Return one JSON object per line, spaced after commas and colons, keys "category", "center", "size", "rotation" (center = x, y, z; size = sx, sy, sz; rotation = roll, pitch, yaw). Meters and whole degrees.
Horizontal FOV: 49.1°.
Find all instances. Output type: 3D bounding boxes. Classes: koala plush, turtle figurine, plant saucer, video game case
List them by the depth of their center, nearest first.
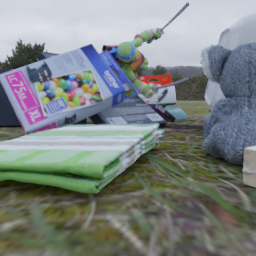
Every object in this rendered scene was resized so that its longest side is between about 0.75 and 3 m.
{"category": "koala plush", "center": [1.684, -0.406, 3.869], "size": [1.453, 1.638, 1.506], "rotation": [4, 8, 26]}
{"category": "video game case", "center": [-0.637, -0.928, 7.038], "size": [2.126, 0.282, 2.977], "rotation": [-7, 45, -50]}
{"category": "turtle figurine", "center": [0.607, -1.709, 7.736], "size": [2.496, 1.796, 2.420], "rotation": [-22, -2, -1]}
{"category": "plant saucer", "center": [0.836, -0.624, 11.180], "size": [2.992, 0.410, 2.992], "rotation": [1, 7, 0]}

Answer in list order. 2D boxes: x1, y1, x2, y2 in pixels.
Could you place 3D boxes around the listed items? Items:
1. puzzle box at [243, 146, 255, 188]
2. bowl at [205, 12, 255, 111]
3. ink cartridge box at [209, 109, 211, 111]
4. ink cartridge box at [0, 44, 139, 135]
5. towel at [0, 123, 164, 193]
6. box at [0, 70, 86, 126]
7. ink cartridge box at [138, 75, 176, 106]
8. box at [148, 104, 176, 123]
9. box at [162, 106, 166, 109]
{"category": "puzzle box", "center": [2.830, 0.373, 2.648], "size": [2.945, 0.374, 1.959], "rotation": [-4, 8, -30]}
{"category": "bowl", "center": [2.452, -1.308, 6.332], "size": [0.968, 2.593, 2.590], "rotation": [14, 18, 8]}
{"category": "ink cartridge box", "center": [3.634, -1.161, 9.060], "size": [1.830, 0.767, 1.607], "rotation": [-42, -15, -13]}
{"category": "ink cartridge box", "center": [-1.097, -0.838, 5.527], "size": [2.380, 1.420, 0.499], "rotation": [-25, -24, -22]}
{"category": "towel", "center": [-0.685, 0.293, 3.661], "size": [1.912, 0.393, 2.563], "rotation": [-2, 8, 18]}
{"category": "box", "center": [-2.704, -0.987, 8.900], "size": [2.604, 1.614, 2.560], "rotation": [-1, 7, -12]}
{"category": "ink cartridge box", "center": [0.982, -1.407, 10.298], "size": [1.434, 1.245, 0.312], "rotation": [-4, -15, 0]}
{"category": "box", "center": [0.860, -0.430, 7.874], "size": [0.644, 0.163, 0.901], "rotation": [37, -9, -22]}
{"category": "box", "center": [1.178, -1.219, 10.528], "size": [0.878, 0.703, 0.194], "rotation": [34, -11, 13]}
